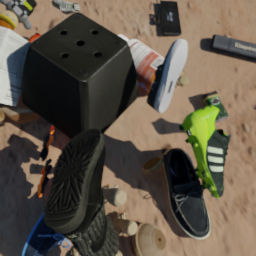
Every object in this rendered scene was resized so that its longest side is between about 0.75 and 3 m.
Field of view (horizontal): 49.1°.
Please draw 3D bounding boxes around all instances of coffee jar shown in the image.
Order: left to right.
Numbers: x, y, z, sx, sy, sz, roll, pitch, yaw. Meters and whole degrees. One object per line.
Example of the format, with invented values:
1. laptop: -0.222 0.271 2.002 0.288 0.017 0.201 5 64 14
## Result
1. coffee jar: 3.082 -0.765 9.976 0.582 0.476 1.115 -16 71 -5

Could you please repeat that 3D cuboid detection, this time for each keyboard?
1. keyboard: 1.590 -4.528 11.557 1.050 0.224 1.748 0 68 -7

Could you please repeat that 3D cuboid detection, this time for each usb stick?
1. usb stick: 4.431 -3.079 10.894 2.475 0.403 0.686 16 70 6

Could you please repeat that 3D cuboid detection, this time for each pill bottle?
1. pill bottle: 0.387 -2.349 10.151 2.325 1.304 1.304 38 74 14

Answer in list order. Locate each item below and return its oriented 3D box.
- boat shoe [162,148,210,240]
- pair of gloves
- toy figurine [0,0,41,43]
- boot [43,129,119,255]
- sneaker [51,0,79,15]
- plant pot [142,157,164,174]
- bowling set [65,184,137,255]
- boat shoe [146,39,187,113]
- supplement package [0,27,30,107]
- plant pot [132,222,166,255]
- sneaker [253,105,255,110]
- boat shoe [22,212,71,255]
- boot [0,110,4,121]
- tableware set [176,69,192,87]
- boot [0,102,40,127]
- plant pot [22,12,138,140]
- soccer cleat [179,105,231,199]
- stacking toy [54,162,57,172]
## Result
1. boat shoe: 1.796 1.961 8.719 1.100 0.918 2.948 -12 71 -6
2. pair of gloves: -2.559 1.021 8.556 0.235 1.691 1.898 10 53 -22
3. toy figurine: -4.507 -3.480 9.831 2.660 2.619 1.851 20 57 4
4. boot: -0.912 1.684 6.933 1.098 2.181 2.918 -9 44 22
5. sneaker: -2.137 -3.914 9.190 0.984 0.568 0.369 -4 92 -41
6. plant pot: 0.784 1.184 9.082 0.793 0.793 0.109 -38 107 -13
7. bowling set: -0.503 3.226 8.185 1.890 1.458 2.716 41 70 -16
8. boat shoe: 1.080 -1.546 8.314 0.640 2.261 0.776 33 29 31
9. supplement package: -4.532 -2.129 9.038 2.075 1.596 2.170 20 90 15
10. plant pot: 0.709 3.271 8.046 0.541 1.171 1.171 -29 65 35
11. sneaker: 3.903 -0.464 8.112 0.371 1.059 0.574 -39 77 12
12. boat shoe: -1.972 2.774 8.238 1.003 1.230 2.923 25 73 15
13. boot: -5.513 -0.017 9.055 2.936 1.126 2.279 23 87 17
14. tableware set: 2.013 -1.913 10.595 0.505 0.153 0.764 -29 66 2
15. boot: -4.131 -0.821 9.925 1.931 0.678 1.412 -14 65 -10
16. plant pot: -1.463 -1.702 8.894 2.990 2.659 2.997 35 60 12
17. soccer cleat: 2.321 0.750 7.631 1.165 2.875 0.971 -27 27 -8
18. stacking toy: -1.848 1.302 8.794 0.905 0.386 0.386 17 63 -38
